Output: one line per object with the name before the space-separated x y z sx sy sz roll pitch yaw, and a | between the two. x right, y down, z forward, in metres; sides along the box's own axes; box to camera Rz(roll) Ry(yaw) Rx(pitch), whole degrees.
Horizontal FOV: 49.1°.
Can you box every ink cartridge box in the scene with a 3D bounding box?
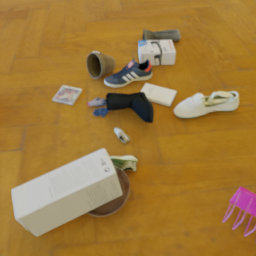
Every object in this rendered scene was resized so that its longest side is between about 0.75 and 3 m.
ink cartridge box | 1.471 -3.928 14.600 1.800 0.758 1.302 -2 47 -2

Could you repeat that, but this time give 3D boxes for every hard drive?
hard drive | 1.335 -1.517 12.738 1.510 0.198 0.996 18 50 16

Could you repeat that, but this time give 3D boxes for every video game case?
video game case | -2.761 -1.505 12.784 0.985 0.124 1.081 13 48 12

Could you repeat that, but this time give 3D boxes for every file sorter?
file sorter | 3.690 2.677 8.180 1.517 1.055 0.952 28 60 19

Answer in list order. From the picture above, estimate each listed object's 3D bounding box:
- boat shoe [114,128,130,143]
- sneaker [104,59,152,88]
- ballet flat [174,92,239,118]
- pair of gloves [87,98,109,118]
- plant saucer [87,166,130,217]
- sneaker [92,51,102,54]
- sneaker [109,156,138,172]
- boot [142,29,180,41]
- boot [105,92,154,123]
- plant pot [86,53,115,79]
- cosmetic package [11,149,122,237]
boat shoe | -0.291 0.291 10.982 0.818 0.306 0.280 36 49 27
sneaker | -0.002 -2.689 13.269 2.423 1.024 0.908 -19 50 -16
ballet flat | 3.338 -1.105 11.862 2.861 0.993 0.993 -8 48 -7
pair of gloves | -1.219 -0.889 12.173 0.913 0.129 1.136 -19 56 -24
plant saucer | -0.790 2.071 9.153 1.784 0.326 1.784 -6 53 8
sneaker | -1.657 -3.704 14.647 0.620 0.380 0.952 7 37 18
sneaker | -0.337 1.361 9.899 1.420 0.546 0.629 -6 60 0
boot | 1.874 -5.001 15.730 2.093 0.759 1.903 7 49 -3
boot | -0.006 -0.832 11.526 1.767 0.803 2.102 -5 36 -11
plant pot | -1.257 -3.080 13.648 1.088 1.254 1.254 -21 48 -40
cosmetic package | -1.735 1.920 8.351 2.923 1.486 1.082 -22 51 -9
